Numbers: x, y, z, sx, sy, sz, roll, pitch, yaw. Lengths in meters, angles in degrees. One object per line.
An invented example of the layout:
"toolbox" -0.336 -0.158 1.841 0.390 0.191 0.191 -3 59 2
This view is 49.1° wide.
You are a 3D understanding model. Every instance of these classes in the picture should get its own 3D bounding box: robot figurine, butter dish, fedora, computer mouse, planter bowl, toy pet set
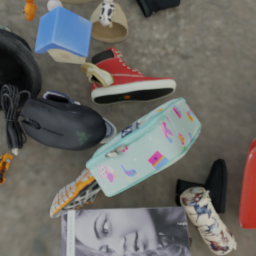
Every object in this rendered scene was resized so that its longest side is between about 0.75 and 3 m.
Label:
"robot figurine" -3.433 1.153 7.592 0.258 0.643 0.887 26 64 -35
"butter dish" 3.990 0.996 6.975 2.700 2.707 2.001 -5 31 6
"fedora" -3.759 -1.817 7.749 2.985 2.985 1.363 4 45 1
"computer mouse" -1.961 0.019 7.144 2.780 1.925 0.733 8 26 3
"planter bowl" -0.607 -3.377 8.776 1.251 1.251 0.842 2 78 1
"toy pet set" -1.750 -3.097 7.363 2.731 1.450 2.550 6 80 5

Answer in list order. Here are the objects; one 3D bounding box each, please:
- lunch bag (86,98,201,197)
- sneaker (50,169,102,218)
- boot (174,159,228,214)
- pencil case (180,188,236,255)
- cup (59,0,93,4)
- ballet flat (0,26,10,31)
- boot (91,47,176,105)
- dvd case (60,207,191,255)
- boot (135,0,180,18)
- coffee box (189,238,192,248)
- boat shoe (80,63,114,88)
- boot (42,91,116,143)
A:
"lunch bag" 0.371 0.361 6.553 2.254 2.810 1.083 -31 91 30
"sneaker" -1.193 1.697 7.101 1.828 0.716 0.706 -39 114 0
"boot" 1.908 1.539 7.391 1.258 0.568 1.535 5 82 0
"pencil case" 1.952 2.261 6.778 0.659 0.757 1.693 -42 104 -35
"cup" -1.841 -5.793 9.410 2.474 1.769 2.474 0 70 0
"ballet flat" -3.954 -2.955 9.170 0.381 0.381 1.025 -20 74 -7
"boot" 0.125 -1.721 8.468 2.508 0.908 1.810 -4 69 2
"dvd case" 0.010 2.729 5.784 2.770 0.221 2.059 2 66 -13
"boot" 0.926 -4.667 9.603 1.357 0.617 1.615 -23 79 -4
"coffee box" 0.381 3.615 6.481 1.486 1.036 2.599 17 71 6
"boat shoe" -0.976 -1.495 7.984 1.249 0.462 0.414 28 68 33
"boot" -1.366 -0.284 7.842 2.213 0.999 0.805 21 70 4
